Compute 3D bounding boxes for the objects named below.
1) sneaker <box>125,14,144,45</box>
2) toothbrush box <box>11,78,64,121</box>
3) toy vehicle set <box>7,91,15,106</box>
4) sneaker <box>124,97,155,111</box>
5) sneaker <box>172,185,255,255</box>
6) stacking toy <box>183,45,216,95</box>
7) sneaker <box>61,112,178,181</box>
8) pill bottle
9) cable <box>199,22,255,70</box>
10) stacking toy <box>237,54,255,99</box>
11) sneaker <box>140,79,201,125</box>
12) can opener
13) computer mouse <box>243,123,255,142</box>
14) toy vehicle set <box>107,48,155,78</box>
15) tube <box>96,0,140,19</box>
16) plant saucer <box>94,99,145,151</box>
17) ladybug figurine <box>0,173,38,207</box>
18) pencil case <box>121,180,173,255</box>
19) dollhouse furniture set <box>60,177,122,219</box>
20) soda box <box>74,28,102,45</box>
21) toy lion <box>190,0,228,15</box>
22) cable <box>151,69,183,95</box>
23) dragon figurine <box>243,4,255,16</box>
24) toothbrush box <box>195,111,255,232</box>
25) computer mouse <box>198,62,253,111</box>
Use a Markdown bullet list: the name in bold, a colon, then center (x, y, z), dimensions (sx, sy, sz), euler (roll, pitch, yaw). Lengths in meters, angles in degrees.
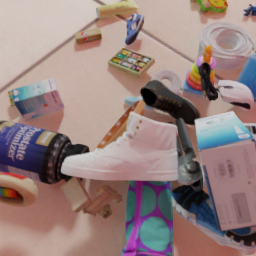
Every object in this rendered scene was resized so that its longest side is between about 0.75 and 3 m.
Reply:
- **sneaker**: center (0.137, -3.529, 9.999), dimensions (0.521, 0.468, 1.267), euler (25, 76, 4)
- **toothbrush box**: center (-2.677, -0.858, 8.433), dimensions (1.276, 0.934, 0.544), euler (-19, 58, -9)
- **toy vehicle set**: center (-3.337, -0.993, 8.850), dimensions (0.817, 0.108, 0.508), euler (-15, 68, -23)
- **sneaker**: center (0.371, -0.855, 8.768), dimensions (1.018, 0.417, 0.376), euler (13, 56, 5)
- **sneaker**: center (2.014, 2.306, 6.842), dimensions (0.900, 1.040, 2.400), euler (-40, 45, -24)
- **stacking toy**: center (2.333, -1.876, 8.614), dimensions (0.918, 1.673, 0.971), euler (13, 59, 7)
- **sneaker**: center (-0.168, 0.381, 6.247), dimensions (2.581, 0.951, 1.492), euler (1, 93, -5)
- **pill bottle**: center (-2.346, 0.701, 7.402), dimensions (2.444, 1.367, 1.367), euler (12, 62, 7)
- **cable**: center (3.406, -2.878, 9.761), dimensions (1.860, 0.644, 1.860), euler (-3, 61, 0)
- **stacking toy**: center (4.866, -2.060, 9.100), dimensions (1.492, 1.411, 2.571), euler (36, 55, 21)
- **sneaker**: center (1.195, -0.606, 8.165), dimensions (1.925, 0.720, 1.022), euler (37, 31, 7)
- **can opener**: center (1.523, 0.708, 7.616), dimensions (0.604, 0.757, 2.264), euler (-21, 37, 14)
- **computer mouse**: center (3.363, 0.269, 7.775), dimensions (2.432, 0.534, 1.334), euler (8, 82, 32)
- **toy vehicle set**: center (0.092, -2.227, 9.476), dimensions (1.382, 0.183, 0.858), euler (28, 64, 30)
- **tube**: center (-0.421, -4.651, 10.878), dimensions (1.644, 0.427, 0.477), euler (-19, 101, -15)
- **plant saucer**: center (-0.237, 0.119, 7.419), dimensions (0.333, 2.061, 2.061), euler (41, 67, -7)
- **ladybug figurine**: center (-2.615, 1.356, 6.318), dimensions (1.301, 0.883, 0.468), euler (8, 37, 9)
- **pencil case**: center (0.460, 1.722, 6.838), dimensions (1.215, 1.319, 2.855), euler (-17, 55, 31)
- **dollhouse furniture set**: center (-0.760, 1.601, 6.717), dimensions (0.795, 1.535, 0.679), euler (-40, 57, 2)
- **soda box**: center (-1.448, -3.336, 10.199), dimensions (0.936, 0.300, 0.317), euler (-16, 62, -8)
- **toy lion**: center (3.270, -5.005, 11.091), dimensions (1.219, 0.437, 1.271), euler (-17, 62, -17)
- **cable**: center (1.198, -1.390, 8.974), dimensions (0.971, 0.336, 0.971), euler (-26, 85, -4)
- **dragon figurine**: center (4.939, -4.559, 10.866), dimensions (1.007, 0.296, 0.501), euler (1, 61, 1)
- **toothbrush box**: center (2.233, 0.800, 6.338), dimensions (1.048, 2.457, 1.799), euler (-13, 102, 16)
- **computer mouse**: center (3.025, -1.132, 8.275), dimensions (2.153, 0.472, 1.180), euler (14, 57, -26)
